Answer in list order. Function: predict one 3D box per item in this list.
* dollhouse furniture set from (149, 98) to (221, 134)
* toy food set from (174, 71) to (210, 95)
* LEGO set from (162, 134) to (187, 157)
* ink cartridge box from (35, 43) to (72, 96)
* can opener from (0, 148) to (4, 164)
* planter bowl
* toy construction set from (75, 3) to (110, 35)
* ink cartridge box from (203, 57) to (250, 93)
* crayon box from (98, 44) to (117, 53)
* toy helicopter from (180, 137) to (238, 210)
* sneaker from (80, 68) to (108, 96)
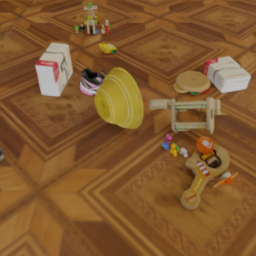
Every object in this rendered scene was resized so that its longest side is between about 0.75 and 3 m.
[{"bbox_3d":[2.016,-0.402,9.720,2.007,1.116,1.775,1,2,29],"label":"dollhouse furniture set"},{"bbox_3d":[2.630,-1.821,11.353,1.415,0.348,1.429,15,45,15],"label":"toy food set"},{"bbox_3d":[1.404,0.557,8.773,0.370,0.398,0.969,-30,51,-26],"label":"LEGO set"},{"bbox_3d":[-2.900,-2.350,11.180,0.767,1.336,1.840,6,44,6],"label":"ink cartridge box"},{"bbox_3d":[-4.329,1.259,7.940,0.482,0.609,1.831,21,52,19],"label":"can opener"},{"bbox_3d":[-0.476,-0.799,8.894,0.861,2.068,2.068,-22,47,-29],"label":"planter bowl"},{"bbox_3d":[-1.779,-5.787,14.861,1.742,1.339,1.453,19,46,18],"label":"toy construction set"},{"bbox_3d":[4.014,-2.200,11.513,1.172,0.673,1.613,-11,44,-11],"label":"ink cartridge box"},{"bbox_3d":[-0.992,-3.760,13.269,0.817,0.207,0.519,-12,49,-41],"label":"crayon box"},{"bbox_3d":[2.186,1.381,7.802,1.422,0.848,2.150,29,61,16],"label":"toy helicopter"},{"bbox_3d":[-0.869,-1.651,10.698,2.315,1.000,0.930,14,46,13],"label":"sneaker"}]
